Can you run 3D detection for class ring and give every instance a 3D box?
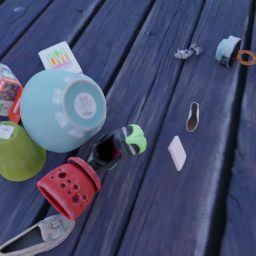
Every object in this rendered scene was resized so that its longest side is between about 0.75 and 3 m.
[{"bbox_3d":[4.550,-2.719,10.753,0.807,0.077,0.807,0,57,-1],"label":"ring"}]

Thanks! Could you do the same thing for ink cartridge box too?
[{"bbox_3d":[-3.911,-1.064,8.757,0.543,1.176,2.158,10,27,-48],"label":"ink cartridge box"}]

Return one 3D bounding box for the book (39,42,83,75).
[{"bbox_3d":[-2.504,-2.345,10.362,1.135,0.408,1.699,-25,61,-12],"label":"book"}]

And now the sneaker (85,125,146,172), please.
[{"bbox_3d":[-0.576,0.555,7.046,1.028,2.453,0.941,-13,75,-37],"label":"sneaker"}]

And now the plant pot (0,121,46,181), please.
[{"bbox_3d":[-3.165,0.514,7.733,1.410,1.507,1.410,0,56,0],"label":"plant pot"}]

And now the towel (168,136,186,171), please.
[{"bbox_3d":[1.380,0.695,7.824,0.124,0.735,0.770,-17,16,30],"label":"towel"}]

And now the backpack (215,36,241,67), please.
[{"bbox_3d":[3.708,-2.874,10.309,0.737,0.979,0.869,33,63,20],"label":"backpack"}]

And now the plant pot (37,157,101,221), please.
[{"bbox_3d":[-1.391,1.465,6.928,1.266,1.266,1.153,37,59,22],"label":"plant pot"}]

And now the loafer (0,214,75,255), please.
[{"bbox_3d":[-2.186,2.662,6.816,1.885,0.593,0.678,-27,57,-20],"label":"loafer"}]

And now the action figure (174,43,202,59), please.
[{"bbox_3d":[2.246,-2.890,10.646,1.116,0.387,0.726,-24,41,-24],"label":"action figure"}]

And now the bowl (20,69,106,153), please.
[{"bbox_3d":[-1.553,-0.557,7.742,1.271,2.430,2.430,-8,44,46],"label":"bowl"}]

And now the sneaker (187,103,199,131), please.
[{"bbox_3d":[2.073,-0.338,8.797,0.331,0.385,0.909,13,97,18],"label":"sneaker"}]
